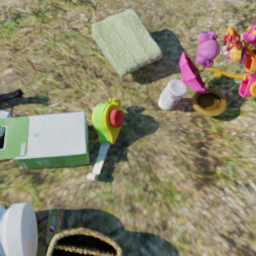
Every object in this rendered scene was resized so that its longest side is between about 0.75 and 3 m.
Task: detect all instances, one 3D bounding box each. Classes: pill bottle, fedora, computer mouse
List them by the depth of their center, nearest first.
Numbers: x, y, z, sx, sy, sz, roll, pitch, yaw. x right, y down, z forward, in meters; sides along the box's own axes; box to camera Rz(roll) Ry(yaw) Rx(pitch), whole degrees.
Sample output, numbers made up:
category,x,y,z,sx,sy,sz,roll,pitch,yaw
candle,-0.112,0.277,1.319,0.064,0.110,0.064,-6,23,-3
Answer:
category,x,y,z,sx,sy,sz,roll,pitch,yaw
pill bottle,-3.602,2.576,6.253,2.823,1.634,1.634,-9,60,-5
computer mouse,-3.971,-0.151,8.417,1.317,0.527,2.403,-6,60,6
pill bottle,1.332,-0.982,8.637,0.574,1.012,0.574,6,64,-13
fedora,2.528,-0.721,8.861,1.120,0.457,1.120,1,59,-1

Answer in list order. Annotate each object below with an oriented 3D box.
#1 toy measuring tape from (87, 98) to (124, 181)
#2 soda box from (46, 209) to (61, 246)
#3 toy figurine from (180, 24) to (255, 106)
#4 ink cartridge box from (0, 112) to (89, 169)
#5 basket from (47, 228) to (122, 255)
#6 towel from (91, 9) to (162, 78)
category,x,y,z,sx,sy,sz,roll,pitch,yaw
toy measuring tape,-0.775,0.139,8.037,0.977,0.977,2.655,15,61,9
soda box,-1.807,2.413,6.838,0.260,0.275,0.813,-5,48,-1
toy figurine,2.912,-2.003,8.290,2.675,2.907,2.182,5,24,4
ink cartridge box,-2.452,0.383,7.979,2.591,0.768,1.345,-4,60,-5
basket,-0.923,2.805,5.973,1.584,1.180,1.131,14,78,-6
towel,-0.098,-2.974,9.596,1.805,0.444,2.433,-28,69,-4
